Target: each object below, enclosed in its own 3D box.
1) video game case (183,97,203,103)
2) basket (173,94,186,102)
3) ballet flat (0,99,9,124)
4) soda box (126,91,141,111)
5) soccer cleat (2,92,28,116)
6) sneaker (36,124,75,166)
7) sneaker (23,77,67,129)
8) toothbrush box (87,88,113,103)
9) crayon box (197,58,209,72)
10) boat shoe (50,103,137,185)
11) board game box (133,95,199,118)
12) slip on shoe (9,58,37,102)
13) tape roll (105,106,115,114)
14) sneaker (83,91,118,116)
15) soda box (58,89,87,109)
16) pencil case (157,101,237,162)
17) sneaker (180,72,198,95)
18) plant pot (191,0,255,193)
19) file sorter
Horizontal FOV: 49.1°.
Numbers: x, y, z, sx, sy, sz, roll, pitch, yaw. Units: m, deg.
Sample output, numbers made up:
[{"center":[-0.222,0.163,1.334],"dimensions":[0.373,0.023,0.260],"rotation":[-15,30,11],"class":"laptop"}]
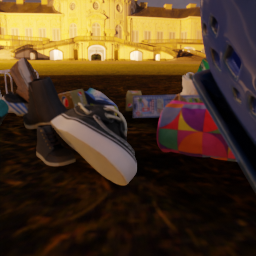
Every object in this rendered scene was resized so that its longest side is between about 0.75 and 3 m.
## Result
[{"center":[2.093,-0.411,7.998],"dimensions":[1.154,0.145,1.268],"rotation":[-3,48,-1],"class":"video game case"},{"center":[1.232,-0.443,7.536],"dimensions":[0.574,0.771,0.550],"rotation":[49,35,13],"class":"basket"},{"center":[-3.969,-0.288,7.879],"dimensions":[0.789,0.789,2.232],"rotation":[-2,17,-10],"class":"ballet flat"},{"center":[0.243,-1.163,11.721],"dimensions":[0.609,0.645,1.904],"rotation":[1,13,1],"class":"soda box"},{"center":[-3.501,-0.714,9.883],"dimensions":[1.823,0.787,0.637],"rotation":[15,42,-25],"class":"soccer cleat"},{"center":[-1.447,0.311,5.341],"dimensions":[0.453,0.644,1.212],"rotation":[-14,18,-42],"class":"sneaker"},{"center":[-2.377,-0.688,7.624],"dimensions":[0.878,1.247,2.347],"rotation":[-28,16,-35],"class":"sneaker"},{"center":[-1.100,-1.076,10.457],"dimensions":[0.690,0.402,0.942],"rotation":[39,-5,-37],"class":"toothbrush box"},{"center":[3.683,-1.250,9.112],"dimensions":[1.650,0.809,2.779],"rotation":[-6,43,-27],"class":"crayon box"},{"center":[-0.570,0.026,4.893],"dimensions":[0.954,1.059,2.995],"rotation":[-43,28,-13],"class":"boat shoe"},{"center":[1.398,-0.722,9.319],"dimensions":[2.296,0.708,2.297],"rotation":[0,5,7],"class":"board game box"},{"center":[-3.352,-1.259,9.439],"dimensions":[0.728,2.405,0.914],"rotation":[-28,-17,1],"class":"slip on shoe"},{"center":[-1.064,-0.359,8.470],"dimensions":[1.341,0.469,1.341],"rotation":[-3,12,1],"class":"tape roll"},{"center":[-1.109,-0.811,9.645],"dimensions":[1.683,0.622,0.692],"rotation":[25,16,6],"class":"sneaker"},{"center":[-1.988,-0.909,9.218],"dimensions":[0.486,0.514,1.518],"rotation":[-25,15,-36],"class":"soda box"},{"center":[1.916,0.053,5.409],"dimensions":[2.665,1.178,1.178],"rotation":[4,13,21],"class":"pencil case"},{"center":[2.499,-1.467,11.154],"dimensions":[0.962,1.509,2.612],"rotation":[-3,13,-4],"class":"sneaker"},{"center":[2.468,-0.635,3.380],"dimensions":[2.748,2.470,2.748],"rotation":[-16,59,-10],"class":"plant pot"},{"center":[-4.992,-1.622,11.717],"dimensions":[1.747,1.568,2.518],"rotation":[1,14,7],"class":"file sorter"}]
